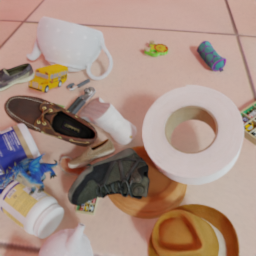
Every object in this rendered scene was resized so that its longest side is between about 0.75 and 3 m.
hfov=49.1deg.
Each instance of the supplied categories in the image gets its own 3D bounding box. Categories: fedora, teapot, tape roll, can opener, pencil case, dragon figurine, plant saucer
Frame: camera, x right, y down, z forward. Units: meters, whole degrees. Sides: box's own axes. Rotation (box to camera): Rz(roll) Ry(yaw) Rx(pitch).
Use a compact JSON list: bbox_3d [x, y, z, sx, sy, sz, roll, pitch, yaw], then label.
[{"bbox_3d":[1.243,2.499,6.189,2.256,0.920,2.256,-26,37,22],"label":"fedora"},{"bbox_3d":[-1.277,2.650,6.147,1.262,1.246,0.922,-7,44,29],"label":"teapot"},{"bbox_3d":[1.732,0.175,7.654,2.635,0.922,2.635,-6,66,14],"label":"tape roll"},{"bbox_3d":[-1.976,-1.748,11.092,0.939,0.314,0.250,-31,15,-11],"label":"can opener"},{"bbox_3d":[3.648,-3.150,12.259,0.744,0.685,1.609,-23,49,1],"label":"pencil case"},{"bbox_3d":[-1.649,-0.880,9.987,0.377,0.472,1.413,34,78,27],"label":"can opener"},{"bbox_3d":[-2.222,0.955,6.686,0.547,0.925,1.860,-17,19,27],"label":"dragon figurine"},{"bbox_3d":[0.515,1.409,8.138,2.432,0.455,2.432,0,47,0],"label":"plant saucer"},{"bbox_3d":[-2.384,-3.164,11.432,2.808,2.078,2.845,4,17,-32],"label":"teapot"}]

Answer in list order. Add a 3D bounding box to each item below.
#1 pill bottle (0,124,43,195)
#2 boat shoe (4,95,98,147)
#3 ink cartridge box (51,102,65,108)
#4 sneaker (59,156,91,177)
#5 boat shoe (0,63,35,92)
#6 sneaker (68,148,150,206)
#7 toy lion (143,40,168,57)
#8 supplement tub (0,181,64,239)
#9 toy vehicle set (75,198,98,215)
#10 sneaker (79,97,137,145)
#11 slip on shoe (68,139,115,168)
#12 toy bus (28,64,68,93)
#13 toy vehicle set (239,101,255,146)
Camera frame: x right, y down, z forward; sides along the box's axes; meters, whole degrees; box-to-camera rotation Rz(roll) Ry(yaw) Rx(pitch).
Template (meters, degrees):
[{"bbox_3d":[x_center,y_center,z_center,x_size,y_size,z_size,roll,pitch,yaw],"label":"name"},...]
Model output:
[{"bbox_3d":[-3.859,1.115,7.626,2.784,1.611,1.611,-26,52,-21],"label":"pill bottle"},{"bbox_3d":[-2.267,-0.255,8.445,2.903,1.021,1.022,21,80,-15],"label":"boat shoe"},{"bbox_3d":[-2.833,-0.535,9.598,1.383,0.410,0.718,16,50,25],"label":"ink cartridge box"},{"bbox_3d":[-1.437,1.228,8.324,1.392,0.556,0.497,17,84,34],"label":"sneaker"},{"bbox_3d":[-4.856,-2.040,11.194,2.182,0.707,0.785,-23,51,-20],"label":"boat shoe"},{"bbox_3d":[-0.338,1.435,7.173,2.303,0.880,1.319,-24,43,-33],"label":"sneaker"},{"bbox_3d":[1.336,-3.614,12.982,1.000,0.358,1.043,24,51,11],"label":"toy lion"},{"bbox_3d":[-2.451,2.041,7.140,1.403,1.020,1.020,27,53,23],"label":"supplement tub"},{"bbox_3d":[-1.107,1.993,7.818,0.526,0.112,0.847,6,47,6],"label":"toy vehicle set"},{"bbox_3d":[-0.664,-0.155,9.301,0.986,1.546,2.675,-47,23,-4],"label":"sneaker"},{"bbox_3d":[-1.068,0.717,7.948,1.387,0.420,0.527,-19,21,-7],"label":"slip on shoe"},{"bbox_3d":[-2.798,-1.783,9.951,0.589,0.709,1.811,18,23,8],"label":"toy bus"},{"bbox_3d":[4.610,-0.282,9.851,1.991,0.264,1.237,-29,53,-25],"label":"toy vehicle set"}]
